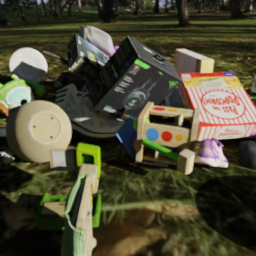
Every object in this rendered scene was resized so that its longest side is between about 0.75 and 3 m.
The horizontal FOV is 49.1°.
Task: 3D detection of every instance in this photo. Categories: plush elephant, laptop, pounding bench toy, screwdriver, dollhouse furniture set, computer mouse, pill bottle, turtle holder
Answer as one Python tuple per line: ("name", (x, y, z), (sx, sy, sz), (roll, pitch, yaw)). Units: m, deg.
("plush elephant", (-2.603, 0.173, 7.657), (1.334, 1.419, 1.723), (-10, 44, 20))
("laptop", (0.538, 0.368, 7.921), (1.436, 0.832, 1.345), (7, 25, 15))
("pounding bench toy", (0.902, 0.308, 7.241), (1.652, 1.316, 2.118), (8, 23, 13))
("screwdriver", (-3.177, -3.133, 12.699), (2.948, 0.429, 0.411), (22, 2, 40))
("dollhouse furniture set", (-1.131, 1.406, 4.633), (1.173, 1.531, 2.337), (1, 23, -1))
("computer mouse", (3.508, 0.552, 7.964), (1.193, 0.454, 1.723), (6, 24, 12))
("pill bottle", (-4.882, -2.969, 13.763), (1.633, 1.633, 2.932), (-8, 12, -17))
("turtle holder", (-4.161, -1.105, 10.642), (1.283, 1.373, 1.807), (48, 29, 2))

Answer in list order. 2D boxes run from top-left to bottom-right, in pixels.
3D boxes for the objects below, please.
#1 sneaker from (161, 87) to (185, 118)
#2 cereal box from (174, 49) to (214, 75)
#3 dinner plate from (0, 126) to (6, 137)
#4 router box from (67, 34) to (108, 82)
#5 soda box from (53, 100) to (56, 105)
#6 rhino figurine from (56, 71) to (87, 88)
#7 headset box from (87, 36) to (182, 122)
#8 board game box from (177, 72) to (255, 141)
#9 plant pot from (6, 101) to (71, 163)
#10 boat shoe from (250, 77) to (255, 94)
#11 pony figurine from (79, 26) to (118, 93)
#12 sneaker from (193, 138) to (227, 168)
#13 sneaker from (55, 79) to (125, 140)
("sneaker", (2.266, -1.065, 11.247), (1.585, 1.030, 2.745), (11, 35, 11))
("cereal box", (2.720, -2.165, 12.185), (0.574, 2.089, 2.904), (-5, 25, -10))
("dinner plate", (-4.102, 0.138, 9.267), (0.925, 0.112, 0.925), (4, 18, -1))
("router box", (-1.378, -2.358, 9.942), (1.478, 0.613, 1.973), (28, 27, -32))
("soda box", (-2.564, -1.004, 10.657), (0.279, 0.308, 0.880), (8, 59, 26))
("rhino figurine", (-1.885, -1.794, 11.434), (2.015, 0.602, 0.881), (13, 37, -13))
("headset box", (0.238, -1.415, 8.643), (1.984, 2.278, 1.057), (18, 38, -42))
("board game box", (2.865, -0.782, 9.065), (1.988, 0.608, 2.624), (-3, 47, -6))
("plant pot", (-2.189, 0.043, 7.140), (1.680, 1.680, 1.128), (-12, -2, -26))
("boat shoe", (6.884, -1.828, 13.087), (0.849, 0.739, 2.303), (-15, 28, -31))
("pony figurine", (-0.827, -2.554, 11.420), (2.753, 2.375, 2.852), (11, 64, 2))
("sneaker", (2.137, 0.612, 7.016), (0.632, 0.694, 1.570), (7, -5, 31))
("sneaker", (-1.322, -0.694, 9.255), (2.940, 1.691, 1.109), (13, 27, 26))
